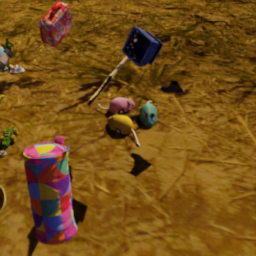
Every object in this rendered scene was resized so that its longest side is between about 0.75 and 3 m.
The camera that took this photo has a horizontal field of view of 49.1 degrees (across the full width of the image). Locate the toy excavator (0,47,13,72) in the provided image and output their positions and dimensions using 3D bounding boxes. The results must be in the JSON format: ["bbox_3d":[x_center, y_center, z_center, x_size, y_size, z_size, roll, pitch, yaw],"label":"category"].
[{"bbox_3d":[-4.367,-2.329,8.461,1.270,1.306,0.652,6,65,44],"label":"toy excavator"}]

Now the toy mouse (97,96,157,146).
[{"bbox_3d":[0.197,-0.750,11.423,2.938,0.569,2.611,30,47,32],"label":"toy mouse"}]

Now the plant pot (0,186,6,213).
[{"bbox_3d":[-2.813,1.467,5.561,0.837,0.594,0.837,3,73,-9],"label":"plant pot"}]

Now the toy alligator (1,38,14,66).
[{"bbox_3d":[-5.215,-3.224,12.152,0.459,1.385,0.333,-27,62,-41],"label":"toy alligator"}]

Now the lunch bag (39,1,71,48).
[{"bbox_3d":[-1.998,-2.926,7.783,0.463,0.995,1.129,24,61,6],"label":"lunch bag"}]

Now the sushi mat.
[{"bbox_3d":[-0.551,-1.418,8.136,0.139,1.101,2.300,40,26,-10],"label":"sushi mat"}]

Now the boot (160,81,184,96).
[{"bbox_3d":[1.415,-1.408,9.403,0.871,0.602,0.337,10,70,32],"label":"boot"}]

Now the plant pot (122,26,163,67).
[{"bbox_3d":[0.441,-2.243,7.814,0.729,0.811,0.811,-14,54,-49],"label":"plant pot"}]

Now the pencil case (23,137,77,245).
[{"bbox_3d":[-1.205,1.018,4.477,0.727,1.646,0.727,0,16,0],"label":"pencil case"}]

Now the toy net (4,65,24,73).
[{"bbox_3d":[-6.378,-3.141,14.599,1.906,0.368,1.000,10,39,12],"label":"toy net"}]

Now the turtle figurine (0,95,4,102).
[{"bbox_3d":[-4.898,-1.331,8.459,0.774,1.937,2.402,-37,11,21],"label":"turtle figurine"}]

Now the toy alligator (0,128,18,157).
[{"bbox_3d":[-4.376,0.386,10.159,0.510,0.370,1.540,-4,38,-4],"label":"toy alligator"}]
